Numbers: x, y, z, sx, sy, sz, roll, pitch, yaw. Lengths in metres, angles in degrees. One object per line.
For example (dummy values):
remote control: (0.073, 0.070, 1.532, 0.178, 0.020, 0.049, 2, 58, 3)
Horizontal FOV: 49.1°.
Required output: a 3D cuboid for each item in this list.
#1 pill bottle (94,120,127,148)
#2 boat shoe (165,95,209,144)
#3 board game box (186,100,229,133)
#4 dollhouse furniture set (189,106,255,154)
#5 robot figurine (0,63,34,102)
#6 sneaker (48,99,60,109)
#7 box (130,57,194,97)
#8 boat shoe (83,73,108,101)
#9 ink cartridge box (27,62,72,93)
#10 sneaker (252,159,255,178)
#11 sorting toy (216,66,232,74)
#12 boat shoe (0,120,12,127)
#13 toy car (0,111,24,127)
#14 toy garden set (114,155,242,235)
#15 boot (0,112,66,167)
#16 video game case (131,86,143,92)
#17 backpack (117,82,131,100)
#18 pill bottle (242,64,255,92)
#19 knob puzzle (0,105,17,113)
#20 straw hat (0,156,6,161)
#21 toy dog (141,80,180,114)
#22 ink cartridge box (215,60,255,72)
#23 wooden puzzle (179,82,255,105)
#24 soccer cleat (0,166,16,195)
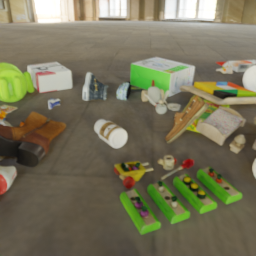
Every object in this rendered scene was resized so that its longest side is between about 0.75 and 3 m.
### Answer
pill bottle: (-0.583, 0.144, 8.783, 0.635, 0.635, 1.110, -17, 31, -32)
boat shoe: (1.664, -0.273, 8.595, 0.577, 1.696, 0.610, 43, 10, 1)
board game box: (2.835, -0.430, 10.135, 1.019, 0.477, 2.005, 16, 30, 30)
dollhouse furniture set: (3.394, -0.500, 8.713, 2.478, 1.210, 2.113, 35, 51, 30)
robot figurine: (-5.330, -2.024, 12.304, 2.219, 1.463, 2.530, -15, 30, -29)
sneaker: (-3.040, -1.046, 11.599, 0.444, 0.311, 0.769, -3, 25, -1)
box: (1.654, -2.528, 13.653, 2.365, 1.143, 2.087, 25, 35, 36)
boat shoe: (-1.444, -1.830, 12.744, 1.046, 0.815, 2.304, 5, 31, -6)
ink cartridge box: (-3.956, -2.568, 14.000, 1.605, 0.922, 2.211, -15, 30, -27)
sneaker: (3.811, 0.789, 7.245, 2.654, 0.966, 1.124, -4, 22, -35)
sorting toy: (5.451, -3.307, 16.006, 0.721, 0.428, 0.801, 7, 11, 44)
boat shoe: (-3.846, 0.132, 9.069, 1.265, 0.376, 0.454, 29, 2, 21)
toy car: (-3.755, -0.140, 9.249, 1.113, 0.370, 0.546, 29, -13, -25)
toy garden set: (0.988, 1.208, 6.631, 2.508, 0.500, 2.090, -12, 29, -20)
boot: (-3.243, -0.050, 8.395, 2.283, 0.830, 2.425, 18, 26, -4)
video game case: (0.154, -1.884, 13.370, 0.802, 0.113, 0.887, 23, 22, 39)
backpack: (-0.171, -1.558, 12.289, 0.677, 0.718, 0.880, 2, 35, -5)
pill bottle: (6.622, -2.562, 13.398, 1.437, 1.437, 2.706, 19, 33, 34)
knob puzzle: (-4.999, -0.743, 11.190, 0.903, 0.125, 0.903, 0, 26, 0)
straw hat: (-4.629, 0.366, 7.887, 2.250, 0.952, 2.250, 0, 23, 0)
toy dog: (1.189, -1.342, 11.465, 1.289, 0.942, 1.955, -17, 30, -25)
ink cartridge box: (6.867, -4.054, 17.415, 1.828, 0.565, 2.254, -7, 30, -17)
wooden puzzle: (4.004, -1.509, 11.668, 2.676, 0.539, 2.893, -4, 19, -25)
soccer cleat: (-3.913, 1.108, 6.737, 2.388, 0.820, 1.017, 6, 18, 5)
